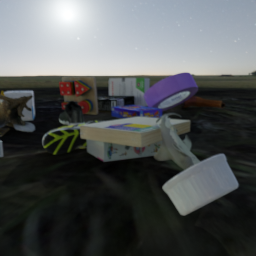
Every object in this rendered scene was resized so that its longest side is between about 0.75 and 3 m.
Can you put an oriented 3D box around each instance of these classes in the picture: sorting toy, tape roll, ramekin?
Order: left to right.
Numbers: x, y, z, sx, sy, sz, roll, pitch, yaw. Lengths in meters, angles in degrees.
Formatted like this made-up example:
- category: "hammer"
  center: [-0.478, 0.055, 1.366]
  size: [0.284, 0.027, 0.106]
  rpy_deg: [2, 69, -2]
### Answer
- category: "sorting toy"
  center: [-2.690, -1.670, 14.897]
  size: [1.983, 1.995, 0.694]
  rpy_deg: [4, 19, 22]
- category: "tape roll"
  center: [2.278, -1.845, 15.028]
  size: [2.788, 0.915, 2.788]
  rpy_deg: [-23, -12, -5]
- category: "ramekin"
  center: [1.048, 0.837, 4.006]
  size: [1.015, 0.495, 1.015]
  rpy_deg: [-24, -22, -10]

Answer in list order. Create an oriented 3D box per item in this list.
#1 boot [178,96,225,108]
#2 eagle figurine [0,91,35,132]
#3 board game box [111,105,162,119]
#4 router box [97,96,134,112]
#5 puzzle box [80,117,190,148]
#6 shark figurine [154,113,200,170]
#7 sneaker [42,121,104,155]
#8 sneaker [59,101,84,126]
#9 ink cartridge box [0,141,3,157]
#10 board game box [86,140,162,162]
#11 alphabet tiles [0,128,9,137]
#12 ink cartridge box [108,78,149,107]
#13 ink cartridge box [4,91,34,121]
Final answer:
- category: "boot"
  center: [4.556, -1.635, 17.202]
  size: [2.681, 0.918, 2.524]
  rpy_deg: [6, -1, 22]
- category: "eagle figurine"
  center: [-4.596, -0.446, 10.314]
  size: [2.484, 1.885, 1.875]
  rpy_deg: [-31, 38, 29]
- category: "board game box"
  center: [0.401, -0.753, 13.955]
  size: [1.478, 0.492, 2.199]
  rpy_deg: [-8, 14, -38]
- category: "router box"
  center: [-1.114, -1.532, 17.306]
  size: [2.214, 0.758, 2.968]
  rpy_deg: [4, 12, 21]
- category: "puzzle box"
  center: [0.282, 0.026, 7.213]
  size: [1.750, 0.334, 2.631]
  rpy_deg: [7, 11, 34]
- category: "shark figurine"
  center: [0.840, 0.306, 6.051]
  size: [1.136, 0.793, 1.901]
  rpy_deg: [23, 34, -43]
- category: "sneaker"
  center: [-1.333, 0.187, 8.093]
  size: [2.293, 0.864, 0.876]
  rpy_deg: [-3, 11, -26]
- category: "sneaker"
  center: [-2.344, -0.604, 11.646]
  size: [0.784, 1.067, 2.359]
  rpy_deg: [-4, 11, -25]
- category: "ink cartridge box"
  center: [-3.860, 0.561, 7.228]
  size: [1.014, 0.427, 0.733]
  rpy_deg: [-8, 13, -35]
- category: "board game box"
  center: [-0.096, 0.430, 7.513]
  size: [1.728, 0.555, 1.275]
  rpy_deg: [-5, 10, -26]
- category: "alphabet tiles"
  center: [-5.279, 0.252, 9.840]
  size: [1.700, 0.077, 2.034]
  rpy_deg: [-2, 11, -11]
- category: "ink cartridge box"
  center: [0.064, -2.464, 19.166]
  size: [2.623, 1.914, 1.102]
  rpy_deg: [5, 11, 24]
- category: "ink cartridge box"
  center: [-5.264, -1.099, 13.587]
  size: [1.306, 1.312, 1.789]
  rpy_deg: [-3, 10, -16]
